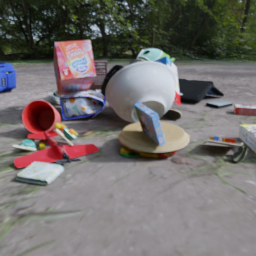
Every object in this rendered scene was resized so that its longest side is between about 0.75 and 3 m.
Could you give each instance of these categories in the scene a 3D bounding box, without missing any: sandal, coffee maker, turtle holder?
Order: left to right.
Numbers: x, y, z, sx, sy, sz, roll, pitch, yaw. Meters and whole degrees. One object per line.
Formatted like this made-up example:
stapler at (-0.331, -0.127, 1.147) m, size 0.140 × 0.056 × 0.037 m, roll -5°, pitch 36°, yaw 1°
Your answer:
coffee maker at (0.318, -1.539, 12.665) m, size 1.851 × 2.640 × 2.748 m, roll -35°, pitch 0°, yaw 15°
turtle holder at (1.269, -3.451, 16.702) m, size 1.945 × 2.739 × 2.081 m, roll 31°, pitch -11°, yaw 0°
sandal at (3.192, 0.779, 7.948) m, size 0.309 × 0.222 × 0.779 m, roll 20°, pitch 39°, yaw 35°

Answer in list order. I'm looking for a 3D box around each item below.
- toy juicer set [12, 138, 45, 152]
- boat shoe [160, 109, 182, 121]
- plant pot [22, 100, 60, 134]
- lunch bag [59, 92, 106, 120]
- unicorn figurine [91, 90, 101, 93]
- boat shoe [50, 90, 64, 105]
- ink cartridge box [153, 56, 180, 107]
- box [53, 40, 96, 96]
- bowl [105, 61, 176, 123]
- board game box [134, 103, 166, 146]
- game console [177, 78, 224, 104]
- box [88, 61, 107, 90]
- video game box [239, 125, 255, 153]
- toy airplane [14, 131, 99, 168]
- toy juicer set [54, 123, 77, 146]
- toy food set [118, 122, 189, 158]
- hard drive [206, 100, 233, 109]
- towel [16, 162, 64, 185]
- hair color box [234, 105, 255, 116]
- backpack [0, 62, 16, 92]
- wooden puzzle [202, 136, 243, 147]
toy juicer set at (-2.956, 0.594, 8.588) m, size 0.736 × 0.315 × 1.157 m, roll 19°, pitch 16°, yaw 1°
boat shoe at (1.685, -0.592, 12.039) m, size 1.314 × 0.471 × 0.501 m, roll 8°, pitch 7°, yaw 24°
plant pot at (-2.994, -0.342, 9.997) m, size 1.208 × 1.208 × 1.069 m, roll 1°, pitch -3°, yaw 4°
lunch bag at (-1.876, -1.017, 12.201) m, size 1.838 × 1.138 × 1.562 m, roll -9°, pitch 16°, yaw -1°
unicorn figurine at (-1.318, -2.162, 16.693) m, size 1.934 × 0.714 × 1.328 m, roll 1°, pitch 7°, yaw -25°
boat shoe at (-3.371, -2.111, 15.303) m, size 0.984 × 0.968 × 2.729 m, roll 23°, pitch 28°, yaw 2°
ink cartridge box at (1.824, -2.077, 13.127) m, size 0.716 × 2.128 × 1.236 m, roll -14°, pitch -23°, yaw 29°
box at (-2.382, -2.450, 12.036) m, size 1.412 × 1.531 × 2.984 m, roll -9°, pitch -2°, yaw -16°
bowl at (0.604, -1.036, 10.694) m, size 2.836 × 2.836 × 1.275 m, roll -4°, pitch 51°, yaw -12°
board game box at (0.599, -0.134, 7.921) m, size 0.224 × 0.925 × 1.223 m, roll -25°, pitch 26°, yaw -13°
game console at (3.569, -1.896, 16.320) m, size 2.976 × 1.732 × 2.618 m, roll 15°, pitch 53°, yaw 43°
box at (-1.823, -2.930, 15.783) m, size 1.299 × 1.582 × 1.313 m, roll -3°, pitch 9°, yaw -5°
video game box at (4.937, 0.426, 8.592) m, size 2.370 × 0.555 × 2.159 m, roll 1°, pitch 19°, yaw 2°
toy airplane at (-2.171, 0.546, 8.368) m, size 2.492 × 0.458 × 2.492 m, roll 1°, pitch 17°, yaw 0°
toy juicer set at (-1.981, 0.107, 8.930) m, size 0.802 × 0.343 × 1.260 m, roll 40°, pitch 2°, yaw -13°
toy food set at (0.762, 0.339, 8.776) m, size 2.252 × 0.553 × 2.275 m, roll 5°, pitch 22°, yaw 12°
hard drive at (4.668, -1.208, 14.345) m, size 1.135 × 0.187 × 0.792 m, roll -12°, pitch 21°, yaw -32°
towel at (-2.173, 1.132, 6.945) m, size 0.914 × 0.220 × 0.782 m, roll 5°, pitch 21°, yaw 15°
hair color box at (5.494, -0.817, 12.819) m, size 1.155 × 0.369 × 0.641 m, roll 5°, pitch 18°, yaw 11°
backpack at (-8.379, -3.125, 17.504) m, size 2.015 × 1.951 × 2.401 m, roll 13°, pitch 21°, yaw 29°
wooden puzzle at (2.846, 0.405, 8.537) m, size 1.077 × 0.249 × 0.997 m, roll 4°, pitch -2°, yaw 11°
